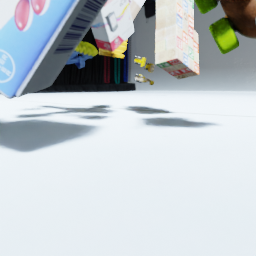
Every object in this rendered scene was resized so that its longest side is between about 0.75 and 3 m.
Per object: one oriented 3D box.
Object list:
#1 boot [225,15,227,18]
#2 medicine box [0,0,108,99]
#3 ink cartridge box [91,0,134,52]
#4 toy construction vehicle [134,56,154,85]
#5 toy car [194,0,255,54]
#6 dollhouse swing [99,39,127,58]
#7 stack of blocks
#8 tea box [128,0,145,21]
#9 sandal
[{"bbox_3d":[2.680,-2.508,6.347,0.386,0.786,1.098,-35,-4,-9],"label":"boot"},{"bbox_3d":[-1.830,-2.399,3.969,2.934,2.672,1.510,38,18,-5],"label":"medicine box"},{"bbox_3d":[-0.435,-2.735,6.893,0.576,1.346,0.993,27,63,29],"label":"ink cartridge box"},{"bbox_3d":[0.669,-2.269,11.104,0.392,0.970,1.114,-8,27,-40],"label":"toy construction vehicle"},{"bbox_3d":[2.065,-2.720,4.734,2.060,1.979,2.508,-27,-12,23],"label":"toy car"},{"bbox_3d":[-0.321,-3.646,10.922,1.583,1.742,1.531,-1,16,-35],"label":"dollhouse swing"},{"bbox_3d":[1.761,-3.372,9.933,0.834,2.847,1.639,-7,-15,38],"label":"stack of blocks"},{"bbox_3d":[-0.783,-3.964,8.473,1.899,1.269,1.868,33,-5,-29],"label":"tea box"},{"bbox_3d":[-1.991,-2.521,9.423,2.068,0.900,0.822,5,38,-46],"label":"sandal"}]
